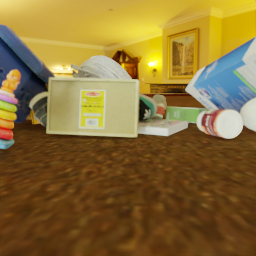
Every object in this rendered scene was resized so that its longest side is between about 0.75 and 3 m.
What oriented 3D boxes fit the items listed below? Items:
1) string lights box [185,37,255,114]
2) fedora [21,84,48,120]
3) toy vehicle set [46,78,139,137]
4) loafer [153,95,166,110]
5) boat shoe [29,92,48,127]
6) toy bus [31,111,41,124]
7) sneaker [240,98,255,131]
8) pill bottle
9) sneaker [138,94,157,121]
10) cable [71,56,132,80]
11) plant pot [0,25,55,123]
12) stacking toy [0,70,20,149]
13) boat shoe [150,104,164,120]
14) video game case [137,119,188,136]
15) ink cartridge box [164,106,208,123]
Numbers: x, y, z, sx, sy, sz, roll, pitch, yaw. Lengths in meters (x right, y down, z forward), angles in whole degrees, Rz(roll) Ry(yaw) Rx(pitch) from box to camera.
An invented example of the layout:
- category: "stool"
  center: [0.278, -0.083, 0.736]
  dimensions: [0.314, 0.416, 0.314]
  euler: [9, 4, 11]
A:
- category: "string lights box"
  center: [2.934, -1.180, 7.306]
  dimensions: [1.526, 0.876, 2.970]
  euler: [39, -16, -9]
- category: "fedora"
  center: [-3.661, -1.162, 9.381]
  dimensions: [2.482, 2.482, 1.012]
  euler: [-8, -22, -42]
- category: "toy vehicle set"
  center: [-0.727, -0.425, 5.821]
  dimensions: [1.889, 1.174, 0.250]
  euler: [3, -2, 5]
- category: "loafer"
  center: [1.200, -1.068, 11.965]
  dimensions: [0.719, 0.718, 2.058]
  euler: [2, 9, 16]
- category: "boat shoe"
  center: [-1.522, -0.351, 7.650]
  dimensions: [0.806, 0.856, 2.385]
  euler: [51, 24, 22]
- category: "toy bus"
  center: [-2.396, -0.370, 8.083]
  dimensions: [0.462, 0.384, 1.181]
  euler: [-8, 6, 9]
- category: "sneaker"
  center: [3.339, -0.229, 5.172]
  dimensions: [1.113, 1.057, 2.766]
  euler: [-18, 14, -41]
- category: "pill bottle"
  center: [1.874, -0.109, 5.877]
  dimensions: [0.567, 0.567, 0.993]
  euler: [-2, 5, -12]
- category: "sneaker"
  center: [-0.370, -0.701, 7.173]
  dimensions: [2.166, 0.773, 0.866]
  euler: [16, 17, 19]
- category: "cable"
  center: [-0.670, -1.309, 9.007]
  dimensions: [2.094, 2.094, 0.725]
  euler: [14, 53, 42]
- category: "plant pot"
  center: [-3.149, -1.427, 7.399]
  dimensions: [1.745, 1.941, 1.941]
  euler: [-43, -1, -4]
- category: "stacking toy"
  center: [-1.961, -0.342, 4.327]
  dimensions: [0.664, 1.210, 0.702]
  euler: [21, -1, -10]
- category: "boat shoe"
  center: [0.623, -0.407, 7.895]
  dimensions: [0.426, 0.374, 1.196]
  euler: [17, -13, -23]
- category: "video game case"
  center: [0.261, -0.074, 7.050]
  dimensions: [2.109, 0.190, 1.510]
  euler: [4, 9, 28]
- category: "ink cartridge box"
  center: [1.609, -0.418, 8.473]
  dimensions: [1.400, 0.415, 0.727]
  euler: [7, 7, 36]
